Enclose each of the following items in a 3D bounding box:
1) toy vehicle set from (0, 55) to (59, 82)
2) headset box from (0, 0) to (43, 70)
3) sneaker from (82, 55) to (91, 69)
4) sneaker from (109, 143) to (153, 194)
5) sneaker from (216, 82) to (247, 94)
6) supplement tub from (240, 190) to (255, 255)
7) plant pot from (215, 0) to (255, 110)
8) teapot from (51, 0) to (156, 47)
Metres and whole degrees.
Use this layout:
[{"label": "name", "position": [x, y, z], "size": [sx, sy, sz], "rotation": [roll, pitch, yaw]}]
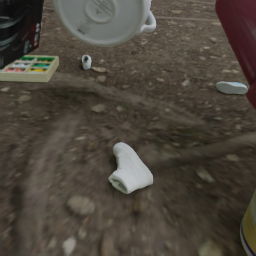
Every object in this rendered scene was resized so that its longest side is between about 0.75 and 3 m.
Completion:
[{"label": "toy vehicle set", "position": [-3.896, -2.198, 10.215], "size": [2.395, 0.317, 1.488], "rotation": [2, 38, 3]}, {"label": "headset box", "position": [-2.655, -1.769, 4.672], "size": [0.989, 1.905, 2.560], "rotation": [36, 51, 3]}, {"label": "sneaker", "position": [-1.584, -2.622, 10.727], "size": [0.371, 0.360, 1.016], "rotation": [-7, 38, -9]}, {"label": "sneaker", "position": [-0.146, 0.851, 6.118], "size": [0.770, 0.491, 1.333], "rotation": [-19, 43, -28]}, {"label": "sneaker", "position": [3.348, -1.325, 9.109], "size": [0.957, 0.354, 0.392], "rotation": [14, 29, 7]}, {"label": "supplement tub", "position": [2.680, 1.287, 4.305], "size": [1.450, 1.995, 1.450], "rotation": [0, 38, 0]}, {"label": "plant pot", "position": [3.185, -1.910, 5.295], "size": [2.949, 2.949, 2.640], "rotation": [-23, 74, -27]}, {"label": "teapot", "position": [-0.642, -3.786, 7.716], "size": [2.779, 2.816, 2.057], "rotation": [-2, 52, 5]}]
